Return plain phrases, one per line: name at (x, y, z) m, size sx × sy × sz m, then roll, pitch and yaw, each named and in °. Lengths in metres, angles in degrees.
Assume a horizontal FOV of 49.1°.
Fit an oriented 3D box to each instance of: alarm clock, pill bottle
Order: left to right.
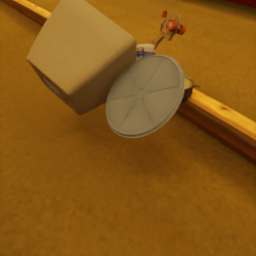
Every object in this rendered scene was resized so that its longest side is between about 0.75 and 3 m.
pill bottle at (0.626, -2.316, 10.310) m, size 0.805 × 1.345 × 0.805 m, roll -5°, pitch 1°, yaw 0°
alarm clock at (2.078, -1.849, 13.262) m, size 2.360 × 0.785 × 1.592 m, roll -18°, pitch 43°, yaw -24°

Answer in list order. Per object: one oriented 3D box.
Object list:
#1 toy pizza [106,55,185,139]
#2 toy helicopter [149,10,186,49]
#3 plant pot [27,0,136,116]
toy pizza at (0.449, -0.879, 7.900) m, size 2.596 × 0.411 × 2.596 m, roll -18°, pitch 57°, yaw 31°
toy helicopter at (1.368, -3.748, 10.896) m, size 0.664 × 1.683 × 1.113 m, roll 6°, pitch 56°, yaw -40°
plant pot at (-1.545, -2.070, 9.204) m, size 2.761 × 2.757 × 2.444 m, roll 40°, pitch 78°, yaw 12°
